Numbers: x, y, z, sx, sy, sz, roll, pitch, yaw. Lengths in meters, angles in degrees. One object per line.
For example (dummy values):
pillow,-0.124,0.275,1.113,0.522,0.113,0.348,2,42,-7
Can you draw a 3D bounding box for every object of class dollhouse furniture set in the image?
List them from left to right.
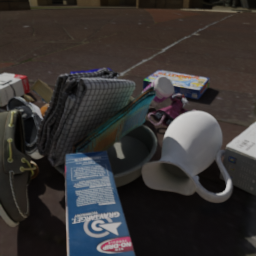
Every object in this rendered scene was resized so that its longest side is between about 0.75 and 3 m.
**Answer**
dollhouse furniture set,-3.262,-0.909,10.287,0.929,1.318,0.924,43,0,5

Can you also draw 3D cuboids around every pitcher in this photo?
pitcher,1.698,0.672,6.816,1.986,1.403,2.315,21,44,22

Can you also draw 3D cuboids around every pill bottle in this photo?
pill bottle,0.960,-1.212,10.133,0.771,0.771,1.372,-25,-6,-38

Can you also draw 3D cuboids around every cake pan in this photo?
cake pan,-0.612,0.629,7.416,2.765,0.507,2.765,-5,31,3

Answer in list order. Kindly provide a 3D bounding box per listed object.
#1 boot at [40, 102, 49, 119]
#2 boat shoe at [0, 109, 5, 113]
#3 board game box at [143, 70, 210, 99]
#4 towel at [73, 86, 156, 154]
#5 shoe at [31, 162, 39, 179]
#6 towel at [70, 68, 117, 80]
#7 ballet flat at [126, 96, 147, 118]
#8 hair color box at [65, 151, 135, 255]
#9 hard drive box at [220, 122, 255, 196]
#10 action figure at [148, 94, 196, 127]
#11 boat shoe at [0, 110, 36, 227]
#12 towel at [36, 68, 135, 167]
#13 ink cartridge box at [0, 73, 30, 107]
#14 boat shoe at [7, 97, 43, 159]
boot,-2.466,-0.348,9.154,1.387,0.532,1.077,19,56,27
boat shoe,-3.350,0.108,7.370,0.589,1.777,0.621,10,49,-23
board game box,2.157,-1.975,12.495,2.527,0.435,1.711,14,32,24
towel,-0.344,0.108,6.813,2.387,1.750,0.259,-39,76,-23
shoe,-3.097,1.074,6.770,1.760,0.615,0.470,-3,25,-22
towel,-1.684,-2.510,13.405,2.066,0.512,1.526,-11,31,-20
ballet flat,-0.218,-0.783,8.902,0.899,0.899,2.587,26,1,38
hair color box,-0.556,1.754,4.580,0.871,1.439,2.878,-4,29,-12
hard drive box,3.846,0.934,6.561,2.577,0.990,2.009,25,37,38
action figure,1.565,-0.564,9.398,1.102,0.991,1.480,-23,19,46
boat shoe,-2.431,0.701,5.885,0.783,0.936,2.620,-20,61,-8
towel,-1.082,-0.350,6.817,0.983,2.296,1.901,39,30,23
ink cartridge box,-5.116,-1.587,11.463,1.245,0.722,1.725,10,32,17
boat shoe,-2.964,-0.149,8.093,1.053,0.995,2.936,-47,39,4
